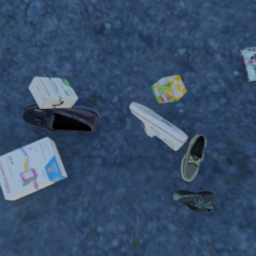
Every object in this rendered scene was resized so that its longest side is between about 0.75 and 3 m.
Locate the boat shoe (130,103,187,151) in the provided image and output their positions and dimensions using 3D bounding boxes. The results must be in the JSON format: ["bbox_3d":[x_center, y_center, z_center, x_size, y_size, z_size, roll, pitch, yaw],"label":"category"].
[{"bbox_3d":[0.881,-0.024,9.155,2.131,0.767,0.700,32,109,-4],"label":"boat shoe"}]

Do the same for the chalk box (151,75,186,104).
[{"bbox_3d":[1.175,-1.180,8.731,0.617,0.996,0.620,-43,114,-33],"label":"chalk box"}]

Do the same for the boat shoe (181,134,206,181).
[{"bbox_3d":[2.414,1.067,10.287,0.641,0.537,1.795,19,77,5],"label":"boat shoe"}]

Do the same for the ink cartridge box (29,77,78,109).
[{"bbox_3d":[-2.268,-1.061,8.512,0.491,1.183,0.867,-45,68,31],"label":"ink cartridge box"}]

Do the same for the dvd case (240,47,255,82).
[{"bbox_3d":[5.249,-2.627,11.408,1.042,0.157,1.428,-7,75,-2],"label":"dvd case"}]

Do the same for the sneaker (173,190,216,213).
[{"bbox_3d":[2.243,2.473,9.303,1.766,0.666,0.700,9,92,-28],"label":"sneaker"}]

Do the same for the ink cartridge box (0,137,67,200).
[{"bbox_3d":[-3.488,1.471,10.006,2.082,0.881,1.504,-24,78,-5],"label":"ink cartridge box"}]

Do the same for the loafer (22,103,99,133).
[{"bbox_3d":[-2.518,-0.321,10.251,2.852,1.025,0.898,3,39,0],"label":"loafer"}]
